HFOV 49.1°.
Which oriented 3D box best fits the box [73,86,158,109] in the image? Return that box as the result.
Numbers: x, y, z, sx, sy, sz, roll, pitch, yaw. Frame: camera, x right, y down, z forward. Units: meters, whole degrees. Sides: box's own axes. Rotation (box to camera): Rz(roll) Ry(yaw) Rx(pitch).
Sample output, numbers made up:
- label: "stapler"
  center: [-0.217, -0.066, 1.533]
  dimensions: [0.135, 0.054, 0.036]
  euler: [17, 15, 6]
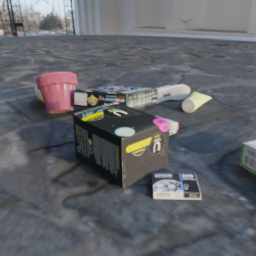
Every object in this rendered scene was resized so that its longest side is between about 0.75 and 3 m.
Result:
- label: "box"
  center: [-0.410, -1.270, 11.481]
  dimensions: [2.359, 0.683, 2.968]
  euler: [8, 14, 26]

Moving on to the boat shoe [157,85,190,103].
- label: "boat shoe"
  center: [1.859, -1.676, 13.096]
  dimensions: [2.096, 0.771, 0.685]
  euler: [-8, 27, -19]

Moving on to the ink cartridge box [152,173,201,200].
- label: "ink cartridge box"
  center: [1.131, 1.331, 6.842]
  dimensions: [1.091, 0.239, 1.101]
  euler: [0, 22, 2]

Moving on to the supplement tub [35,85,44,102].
- label: "supplement tub"
  center: [-3.602, -1.595, 12.678]
  dimensions: [0.954, 0.954, 1.312]
  euler: [-16, 29, -33]

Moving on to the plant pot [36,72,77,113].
- label: "plant pot"
  center: [-2.787, -1.356, 11.206]
  dimensions: [1.576, 1.411, 1.576]
  euler: [-8, 0, 0]

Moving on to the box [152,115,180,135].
- label: "box"
  center: [0.485, -0.205, 9.880]
  dimensions: [2.308, 0.401, 1.270]
  euler: [17, 19, 33]

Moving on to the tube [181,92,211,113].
- label: "tube"
  center: [3.017, -1.214, 12.407]
  dimensions: [0.600, 0.670, 2.310]
  euler: [-32, 1, 34]

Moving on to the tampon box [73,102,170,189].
- label: "tampon box"
  center: [-0.229, 0.337, 7.653]
  dimensions: [1.643, 1.384, 2.193]
  euler: [-20, 30, -38]

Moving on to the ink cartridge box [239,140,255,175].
- label: "ink cartridge box"
  center: [4.406, 0.745, 7.551]
  dimensions: [2.414, 0.716, 1.253]
  euler: [-8, 23, -20]
